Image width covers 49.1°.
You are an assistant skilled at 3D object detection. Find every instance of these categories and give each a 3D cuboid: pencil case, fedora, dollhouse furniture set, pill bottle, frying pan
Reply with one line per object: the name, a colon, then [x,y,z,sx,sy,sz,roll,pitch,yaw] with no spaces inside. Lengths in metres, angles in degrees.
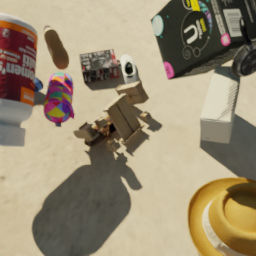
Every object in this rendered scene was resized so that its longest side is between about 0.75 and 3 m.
pencil case: [-1.731,-0.778,7.135,0.760,0.760,1.720,-8,37,-6]
fedora: [2.835,2.096,6.500,2.839,1.158,2.839,0,51,-1]
dollhouse furniture set: [-0.418,-0.227,8.588,2.387,1.237,1.057,-43,23,-29]
pill bottle: [-2.875,-0.961,6.263,1.503,1.503,2.744,2,85,1]
frying pan: [2.429,-1.548,5.419,0.841,1.391,0.226,-20,48,-12]

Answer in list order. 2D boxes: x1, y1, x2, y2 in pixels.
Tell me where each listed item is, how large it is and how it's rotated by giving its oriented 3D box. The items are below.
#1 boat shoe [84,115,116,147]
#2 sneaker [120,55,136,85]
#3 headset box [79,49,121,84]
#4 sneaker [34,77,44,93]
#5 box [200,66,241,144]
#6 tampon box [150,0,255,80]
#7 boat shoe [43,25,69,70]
boat shoe: [-0.706,0.076,8.521,0.518,0.519,1.474,28,56,24]
sneaker: [0.038,-2.260,10.353,0.603,0.585,1.652,-8,52,-7]
headset box: [-1.006,-2.312,10.372,1.483,0.573,1.104,-11,52,-6]
sneaker: [-3.870,-1.384,9.594,2.006,0.742,0.825,3,51,13]
box: [2.092,-0.570,6.264,0.616,0.740,1.801,8,52,23]
tampon box: [1.995,-2.547,7.159,1.554,2.461,1.845,-14,86,-27]
boat shoe: [-1.784,-1.984,6.948,0.435,1.209,0.392,-21,53,-4]
